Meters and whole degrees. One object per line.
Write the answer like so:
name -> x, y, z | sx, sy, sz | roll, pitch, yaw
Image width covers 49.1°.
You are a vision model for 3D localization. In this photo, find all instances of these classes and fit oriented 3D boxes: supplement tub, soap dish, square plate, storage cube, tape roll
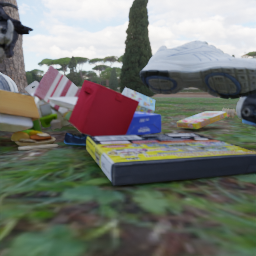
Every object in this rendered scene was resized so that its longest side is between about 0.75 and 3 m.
supplement tub -> -5.928, -1.343, 11.205 | 2.033, 2.033, 2.897 | 1, 8, 5
soap dish -> -2.903, -0.374, 6.224 | 1.395, 0.720, 1.774 | 10, -11, -34
square plate -> -1.082, -0.603, 7.704 | 1.604, 0.230, 1.620 | 16, 13, 33
storage cube -> -0.548, -0.343, 6.185 | 1.165, 1.047, 0.996 | 21, 4, -31
tape roll -> -2.197, -0.559, 9.456 | 0.812, 0.812, 0.557 | -4, -34, -30

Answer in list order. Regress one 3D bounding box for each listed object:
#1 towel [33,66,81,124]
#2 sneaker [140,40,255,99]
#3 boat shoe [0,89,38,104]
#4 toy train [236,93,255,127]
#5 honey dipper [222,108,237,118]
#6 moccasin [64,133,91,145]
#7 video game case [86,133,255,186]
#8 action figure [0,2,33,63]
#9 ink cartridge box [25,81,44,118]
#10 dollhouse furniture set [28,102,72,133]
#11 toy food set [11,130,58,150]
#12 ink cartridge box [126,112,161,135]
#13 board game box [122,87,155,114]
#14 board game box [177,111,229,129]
towel -> -2.020, -0.974, 8.865 | 0.199, 1.261, 1.751 | -18, -48, 42
sneaker -> 1.386, -1.173, 5.110 | 2.353, 1.025, 0.877 | 10, -27, 24
boat shoe -> -3.673, -0.614, 8.150 | 2.911, 1.060, 0.899 | -2, -34, 44
toy train -> 3.179, -0.187, 4.859 | 1.529, 1.160, 2.676 | -10, 24, -36
honey dipper -> 4.907, -0.506, 11.461 | 2.029, 0.385, 0.385 | 10, 12, 28
moccasin -> -0.997, 0.228, 6.139 | 0.810, 0.276, 0.326 | 2, 4, -4
video game case -> 0.629, 0.412, 4.750 | 2.388, 0.305, 2.158 | -1, 8, -17
action figure -> -2.786, -1.629, 4.885 | 1.719, 2.893, 1.476 | 14, -30, -5
ink cartridge box -> -3.098, -0.906, 9.911 | 0.793, 1.355, 0.456 | -22, 28, 36
dollhouse furniture set -> -1.791, -0.448, 7.653 | 2.015, 0.778, 1.007 | -23, 24, -36
toy food set -> -2.121, 0.216, 6.300 | 0.933, 0.271, 1.351 | -4, 9, -29
ink cartridge box -> -0.219, -0.201, 8.383 | 1.156, 0.544, 2.459 | -6, 10, -31
board game box -> 0.303, -0.885, 10.616 | 1.257, 0.648, 0.659 | 22, 45, -14
board game box -> 2.372, -0.282, 8.766 | 1.617, 0.242, 0.773 | -15, 13, -34
